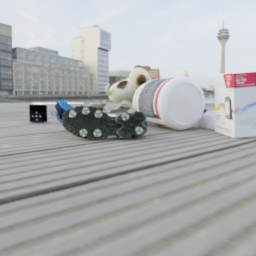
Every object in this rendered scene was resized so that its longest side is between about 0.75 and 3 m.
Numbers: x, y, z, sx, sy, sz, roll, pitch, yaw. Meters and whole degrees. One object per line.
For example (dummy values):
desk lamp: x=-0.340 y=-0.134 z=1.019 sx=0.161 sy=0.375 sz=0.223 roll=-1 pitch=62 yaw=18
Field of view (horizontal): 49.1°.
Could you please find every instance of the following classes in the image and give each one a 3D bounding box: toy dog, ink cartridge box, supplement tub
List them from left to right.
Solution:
toy dog: x=0.210 y=-2.645 z=17.662 sx=2.717 sy=2.802 sz=1.955 roll=32 pitch=35 yaw=-28
supplement tub: x=1.609 y=-1.069 z=11.970 sx=2.071 sy=2.071 sz=2.952 roll=-3 pitch=8 yaw=-23
ink cartridge box: x=3.642 y=-0.809 z=9.529 sx=0.903 sy=2.108 sz=1.556 roll=-3 pitch=8 yaw=-6

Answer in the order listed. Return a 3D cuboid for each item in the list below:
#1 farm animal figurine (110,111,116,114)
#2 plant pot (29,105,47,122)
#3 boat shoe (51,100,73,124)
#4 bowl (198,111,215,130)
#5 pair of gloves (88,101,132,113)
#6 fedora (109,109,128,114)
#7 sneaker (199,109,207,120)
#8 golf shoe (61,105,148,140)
farm animal figurine: x=-0.569 y=-0.136 z=10.515 sx=1.019 sy=0.537 sz=1.031 roll=-17 pitch=39 yaw=-26
plant pot: x=-4.516 y=-0.644 z=13.950 sx=0.852 sy=0.854 sz=0.757 roll=-1 pitch=-10 yaw=-24
boat shoe: x=-2.145 y=-0.388 z=9.724 sx=0.664 sy=0.814 sz=1.934 roll=-35 pitch=-14 yaw=0
bowl: x=4.100 y=-0.345 z=11.641 sx=1.955 sy=0.730 sz=1.952 roll=-5 pitch=7 yaw=-17
pair of gloves: x=-1.017 y=-0.754 z=13.161 sx=2.045 sy=0.359 sz=1.739 roll=1 pitch=-27 yaw=-19
fedora: x=-0.275 y=-0.300 z=11.340 sx=0.968 sy=0.494 sz=1.095 roll=-5 pitch=-26 yaw=33
sneaker: x=3.269 y=-0.894 z=14.322 sx=1.979 sy=0.798 sz=0.739 roll=30 pitch=-5 yaw=-34
golf shoe: x=-0.742 y=-0.045 z=8.992 sx=2.708 sy=1.045 sz=1.193 roll=6 pitch=-9 yaw=-2
